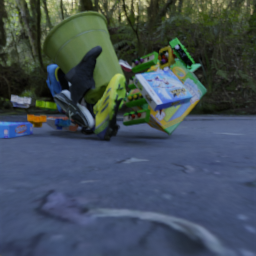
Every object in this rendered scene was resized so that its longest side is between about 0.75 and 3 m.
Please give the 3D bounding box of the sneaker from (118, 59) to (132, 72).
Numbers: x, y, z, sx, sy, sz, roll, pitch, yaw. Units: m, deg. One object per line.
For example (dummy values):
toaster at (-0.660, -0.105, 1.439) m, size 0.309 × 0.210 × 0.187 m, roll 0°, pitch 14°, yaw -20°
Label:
sneaker at (-0.102, -2.532, 11.255) m, size 0.308 × 0.365 × 0.835 m, roll -14°, pitch -19°, yaw 38°

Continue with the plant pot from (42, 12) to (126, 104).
plant pot at (-1.398, -2.411, 10.662) m, size 2.734 × 2.596 × 2.734 m, roll -29°, pitch -10°, yaw -6°

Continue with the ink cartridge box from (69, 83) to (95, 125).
ink cartridge box at (-2.003, -1.273, 13.934) m, size 1.724 × 0.991 × 2.944 m, roll 16°, pitch -30°, yaw 13°

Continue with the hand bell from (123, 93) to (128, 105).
hand bell at (0.155, -1.290, 12.488) m, size 1.001 × 1.001 × 1.923 m, roll -4°, pitch 9°, yaw -42°

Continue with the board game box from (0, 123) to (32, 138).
board game box at (-5.566, 0.065, 11.753) m, size 2.396 × 0.539 × 1.822 m, roll 1°, pitch 4°, yaw 9°

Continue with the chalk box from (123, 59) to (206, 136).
chalk box at (1.577, -1.496, 10.849) m, size 1.799 × 2.906 × 1.808 m, roll 41°, pitch -5°, yaw -22°

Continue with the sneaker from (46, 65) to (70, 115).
sneaker at (-3.088, -1.676, 12.389) m, size 0.879 × 2.241 × 0.739 m, roll 11°, pitch 30°, yaw 30°

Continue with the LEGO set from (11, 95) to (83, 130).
LEGO set at (-3.442, -0.488, 11.684) m, size 2.839 × 1.083 × 1.165 m, roll 7°, pitch -16°, yaw -26°

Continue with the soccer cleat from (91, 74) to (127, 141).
soccer cleat at (-0.752, -0.704, 9.553) m, size 1.079 × 2.579 × 0.834 m, roll 30°, pitch 37°, yaw 19°

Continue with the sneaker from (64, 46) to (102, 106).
sneaker at (-1.346, -1.710, 9.316) m, size 1.979 × 1.032 × 0.594 m, roll -38°, pitch 2°, yaw 20°

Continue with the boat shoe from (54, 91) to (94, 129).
boat shoe at (-2.018, -0.579, 10.224) m, size 1.867 × 0.673 × 0.662 m, roll 43°, pitch 50°, yaw 18°

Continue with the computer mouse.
computer mouse at (-1.582, -0.684, 11.409) m, size 1.821 × 2.594 × 0.597 m, roll -6°, pitch -33°, yaw -34°

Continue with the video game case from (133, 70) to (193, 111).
video game case at (0.950, -1.065, 7.698) m, size 1.266 × 1.148 × 0.288 m, roll -15°, pitch -31°, yaw -30°

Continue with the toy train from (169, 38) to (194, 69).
toy train at (1.615, -2.193, 8.340) m, size 0.341 × 0.461 × 1.635 m, roll -31°, pitch -17°, yaw 19°

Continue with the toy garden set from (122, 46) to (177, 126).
toy garden set at (0.627, -1.406, 9.100) m, size 0.495 × 2.482 × 2.069 m, roll 21°, pitch -20°, yaw -38°

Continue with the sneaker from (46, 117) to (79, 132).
sneaker at (-3.186, -0.353, 13.951) m, size 1.680 × 0.652 × 0.941 m, roll 14°, pitch 41°, yaw 5°
